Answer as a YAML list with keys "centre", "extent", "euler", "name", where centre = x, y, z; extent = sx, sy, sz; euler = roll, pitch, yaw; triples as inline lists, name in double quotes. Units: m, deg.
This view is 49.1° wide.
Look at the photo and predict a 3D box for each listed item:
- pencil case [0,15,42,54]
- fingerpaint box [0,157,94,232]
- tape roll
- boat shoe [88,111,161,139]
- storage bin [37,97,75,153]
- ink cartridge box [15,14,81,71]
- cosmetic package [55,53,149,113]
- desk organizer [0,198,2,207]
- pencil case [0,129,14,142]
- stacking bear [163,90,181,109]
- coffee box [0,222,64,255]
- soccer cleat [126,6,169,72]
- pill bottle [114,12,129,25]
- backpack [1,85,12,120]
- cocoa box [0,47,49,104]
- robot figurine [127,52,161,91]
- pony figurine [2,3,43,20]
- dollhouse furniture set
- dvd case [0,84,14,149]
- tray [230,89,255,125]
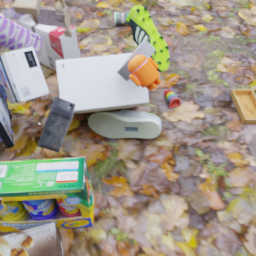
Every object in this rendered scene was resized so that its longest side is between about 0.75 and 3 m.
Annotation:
- centre: [-4.495, -3.574, 10.417]
  extent: [1.110, 2.645, 1.131]
  euler: [-29, 62, 27]
  name: "pencil case"
- centre: [-2.410, 1.920, 7.689]
  extent: [2.734, 2.281, 1.003]
  euler: [-2, 48, -2]
  name: "fingerpaint box"
- centre: [0.213, -1.922, 8.016]
  extent: [0.404, 1.223, 1.223]
  euler: [41, 52, -12]
  name: "tape roll"
- centre: [-0.091, -0.178, 10.595]
  extent: [2.754, 0.961, 0.981]
  euler: [6, 25, 10]
  name: "boat shoe"
- centre: [-1.930, -0.087, 7.567]
  extent: [0.598, 1.276, 0.863]
  euler: [20, 24, -16]
  name: "storage bin"
- centre: [-3.664, -3.956, 13.056]
  extent: [2.781, 2.041, 1.153]
  euler: [28, 54, 22]
  name: "ink cartridge box"
- centre: [-0.900, -1.490, 10.140]
  extent: [2.809, 2.818, 1.732]
  euler: [-7, 92, -4]
  name: "cosmetic package"
- centre: [-2.971, 2.028, 5.247]
  extent: [0.665, 1.855, 0.714]
  euler: [23, 34, -6]
  name: "desk organizer"
- centre: [-3.962, 0.295, 8.528]
  extent: [0.915, 0.398, 0.357]
  euler: [-31, 35, -27]
  name: "pencil case"
- centre: [1.792, -1.282, 11.778]
  extent: [0.523, 0.489, 0.861]
  euler: [-15, 45, -13]
  name: "stacking bear"
- centre: [-2.886, 3.505, 7.168]
  extent: [2.360, 0.941, 1.350]
  euler: [-12, 49, -10]
  name: "coffee box"
- centre: [0.650, -2.856, 9.262]
  extent: [0.786, 0.943, 2.328]
  euler: [-23, 88, -29]
  name: "soccer cleat"
- centre: [-0.159, -6.229, 15.978]
  extent: [1.241, 0.702, 0.702]
  euler: [-2, 48, -1]
  name: "pill bottle"
- centre: [-5.824, -0.323, 9.756]
  extent: [2.697, 2.181, 2.831]
  euler: [18, 36, 9]
  name: "backpack"
- centre: [-3.205, -1.546, 8.389]
  extent: [0.942, 1.435, 0.957]
  euler: [0, 22, 45]
  name: "cocoa box"
- centre: [0.403, -1.449, 7.220]
  extent: [0.729, 1.014, 0.591]
  euler: [-37, 15, 14]
  name: "robot figurine"
- centre: [-4.428, -5.288, 12.230]
  extent: [1.742, 1.451, 1.682]
  euler: [24, 13, 31]
  name: "pony figurine"
- centre: [-3.306, -3.885, 10.077]
  extent: [2.082, 2.442, 1.192]
  euler: [8, 69, 2]
  name: "dollhouse furniture set"
- centre: [-3.812, -0.884, 7.990]
  extent: [0.228, 1.851, 2.595]
  euler: [-19, 47, -13]
  name: "dvd case"
- centre: [4.907, -0.885, 11.500]
  extent: [0.874, 0.328, 1.771]
  euler: [-2, 49, -2]
  name: "tray"
